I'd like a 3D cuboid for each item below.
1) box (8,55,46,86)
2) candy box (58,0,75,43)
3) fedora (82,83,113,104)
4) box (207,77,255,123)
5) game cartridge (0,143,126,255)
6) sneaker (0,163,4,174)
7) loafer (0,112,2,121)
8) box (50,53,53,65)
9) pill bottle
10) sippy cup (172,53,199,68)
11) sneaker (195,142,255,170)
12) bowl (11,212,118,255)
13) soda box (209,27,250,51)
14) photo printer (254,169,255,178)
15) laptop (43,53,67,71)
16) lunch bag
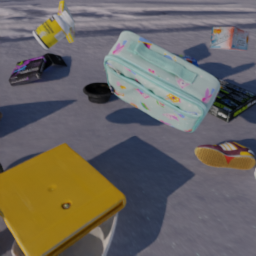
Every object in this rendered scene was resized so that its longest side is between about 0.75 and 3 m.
[{"bbox_3d":[-5.166,-2.988,14.485,1.553,0.392,2.173,-14,39,2],"label":"box"},{"bbox_3d":[-2.379,-4.137,10.822,0.255,0.986,1.928,-18,41,6],"label":"candy box"},{"bbox_3d":[-1.282,-1.478,12.476,1.457,0.665,1.457,2,36,-2],"label":"fedora"},{"bbox_3d":[4.084,-1.345,12.422,2.286,0.562,2.367,-30,47,-31],"label":"box"},{"bbox_3d":[-1.909,1.692,7.151,2.524,0.464,2.863,-27,43,-32],"label":"game cartridge"},{"bbox_3d":[-4.395,1.656,8.169,0.963,0.839,2.141,0,36,5],"label":"sneaker"},{"bbox_3d":[-3.947,-0.267,7.364,2.082,0.748,0.655,15,68,37],"label":"loafer"},{"bbox_3d":[-4.383,-3.938,15.970,0.310,0.379,0.798,16,31,-25],"label":"box"},{"bbox_3d":[-1.973,-2.647,7.534,1.061,0.594,0.594,-37,42,3],"label":"pill bottle"},{"bbox_3d":[2.175,-2.593,13.099,1.924,2.061,2.625,-5,60,-25],"label":"sippy cup"},{"bbox_3d":[3.202,0.841,9.409,1.946,0.729,0.877,12,34,4],"label":"sneaker"},{"bbox_3d":[-1.421,2.633,6.861,2.140,0.800,2.143,9,37,12],"label":"bowl"},{"bbox_3d":[3.327,-2.844,9.064,0.683,0.635,1.996,14,18,34],"label":"soda box"},{"bbox_3d":[4.950,1.575,8.373,1.614,0.674,1.940,-19,40,-22],"label":"photo printer"},{"bbox_3d":[-4.298,-3.605,15.691,1.328,0.686,1.177,2,40,-41],"label":"laptop"},{"bbox_3d":[0.729,-1.100,7.194,2.918,2.340,1.125,29,79,9],"label":"lunch bag"}]
